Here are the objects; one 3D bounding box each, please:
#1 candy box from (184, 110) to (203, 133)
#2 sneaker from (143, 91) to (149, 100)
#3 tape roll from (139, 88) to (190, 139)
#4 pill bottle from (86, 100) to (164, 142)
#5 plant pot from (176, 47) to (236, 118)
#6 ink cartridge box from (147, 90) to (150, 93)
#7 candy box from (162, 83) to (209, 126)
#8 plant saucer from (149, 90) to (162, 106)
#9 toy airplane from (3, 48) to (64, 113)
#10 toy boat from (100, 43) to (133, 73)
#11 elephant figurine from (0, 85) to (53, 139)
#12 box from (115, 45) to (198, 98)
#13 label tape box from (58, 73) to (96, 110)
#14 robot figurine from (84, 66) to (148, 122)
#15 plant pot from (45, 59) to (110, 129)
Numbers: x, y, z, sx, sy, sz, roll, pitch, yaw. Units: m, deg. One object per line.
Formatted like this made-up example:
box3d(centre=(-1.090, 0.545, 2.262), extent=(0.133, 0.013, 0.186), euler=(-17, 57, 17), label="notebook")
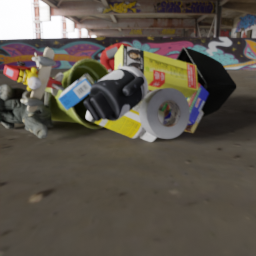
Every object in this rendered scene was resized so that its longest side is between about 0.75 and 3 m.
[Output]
box3d(centre=(2.339, -0.280, 10.349), extent=(0.518, 0.898, 0.248), euler=(17, -19, 44), label="candy box")
box3d(centre=(0.477, -1.453, 10.140), extent=(2.016, 0.766, 1.456), euler=(-10, 40, -41), label="sneaker")
box3d(centre=(1.102, -0.433, 8.412), extent=(1.505, 1.505, 0.497), euler=(-7, 7, -24), label="tape roll")
box3d(centre=(-0.082, -0.444, 9.001), extent=(2.285, 1.306, 1.306), euler=(23, 11, -13), label="pill bottle")
box3d(centre=(3.004, -1.698, 11.520), extent=(1.968, 2.213, 2.218), euler=(-2, 53, -23), label="plant pot")
box3d(centre=(1.312, -2.132, 13.630), extent=(0.922, 1.591, 2.732), euler=(-24, 2, 32), label="ink cartridge box")
box3d(centre=(1.909, -0.723, 10.005), extent=(0.623, 1.368, 1.618), euler=(39, -23, -19), label="candy box")
box3d(centre=(1.084, -1.423, 11.751), extent=(0.199, 1.084, 1.082), euler=(-29, 12, 10), label="plant saucer")
box3d(centre=(-2.888, -1.495, 9.059), extent=(1.713, 1.721, 1.214), euler=(-24, 27, -2), label="toy airplane")
box3d(centre=(-0.206, -2.200, 11.664), extent=(1.565, 2.398, 1.567), euler=(-18, 30, 22), label="toy boat")
box3d(centre=(-3.470, -0.513, 10.277), extent=(2.582, 2.003, 1.827), euler=(15, -22, 14), label="elephant figurine")
box3d(centre=(0.886, -1.682, 8.659), extent=(2.625, 0.988, 0.658), euler=(10, -20, -23), label="box")
box3d(centre=(-1.563, -1.197, 8.750), extent=(1.049, 0.460, 1.454), euler=(-36, 18, 7), label="label tape box")
box3d(centre=(-0.274, -0.866, 6.988), extent=(1.286, 1.068, 1.712), euler=(30, 54, 30), label="robot figurine")
box3d(centre=(-2.229, -1.213, 11.222), extent=(2.435, 2.649, 2.649), euler=(-4, 11, 35), label="plant pot")
